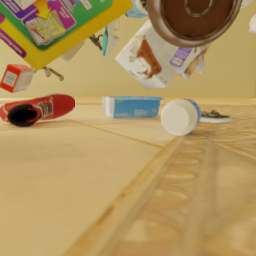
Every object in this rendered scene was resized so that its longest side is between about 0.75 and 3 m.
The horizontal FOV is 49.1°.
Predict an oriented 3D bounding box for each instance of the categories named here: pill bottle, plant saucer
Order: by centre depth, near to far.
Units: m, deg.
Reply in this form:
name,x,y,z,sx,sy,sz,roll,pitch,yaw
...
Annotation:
name,x,y,z,sx,sy,sz,roll,pitch,yaw
plant saucer,1.469,-2.716,5.963,2.142,2.142,0.344,-1,33,-4
pill bottle,1.436,-0.314,7.618,0.961,0.961,1.712,3,8,18

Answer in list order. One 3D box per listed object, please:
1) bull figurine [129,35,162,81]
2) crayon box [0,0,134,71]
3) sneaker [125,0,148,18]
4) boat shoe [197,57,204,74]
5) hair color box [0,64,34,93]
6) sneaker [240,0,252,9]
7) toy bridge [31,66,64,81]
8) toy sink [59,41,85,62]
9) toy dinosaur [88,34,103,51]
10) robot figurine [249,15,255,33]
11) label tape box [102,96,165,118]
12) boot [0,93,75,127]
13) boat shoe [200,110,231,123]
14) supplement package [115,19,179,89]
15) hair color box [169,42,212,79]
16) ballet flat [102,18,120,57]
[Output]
name,x,y,z,sx,sy,sz,roll,pitch,yaw
bull figurine,0.430,-1.872,7.492,0.730,1.203,0.392,-38,17,-4
crayon box,-1.549,-2.606,4.669,2.356,0.796,2.730,-31,-38,10
sneaker,0.672,-3.995,8.765,1.063,0.927,2.364,-7,21,42
boat shoe,2.693,-2.400,10.272,0.279,0.774,0.274,9,30,39
hair color box,-4.099,-1.864,10.454,0.538,0.892,1.757,26,9,-7
sneaker,2.770,-3.869,9.251,2.904,1.164,1.021,-7,-45,48
toy bridge,-1.903,-1.323,6.600,0.815,0.274,0.111,11,-45,-45
toy sink,-1.926,-2.533,7.202,1.384,0.775,0.902,46,8,21
toy dinosaur,-1.464,-3.996,12.432,1.316,0.580,0.312,37,-4,-14
robot figurine,3.188,-2.435,6.562,0.790,0.446,0.670,-1,-21,-30
label tape box,0.163,-0.949,12.552,2.091,0.965,2.919,-3,10,-18
boot,-2.958,-0.631,10.050,2.875,1.041,2.074,-15,15,-33
boat shoe,3.183,-0.456,10.529,1.340,0.475,0.483,3,8,23
supplement package,1.257,-3.284,11.620,2.029,2.673,2.014,41,-9,-18
hair color box,2.116,-2.541,9.243,0.526,1.625,0.888,36,4,32
ballet flat,-0.625,-3.643,10.701,0.706,2.034,0.706,4,38,-3
